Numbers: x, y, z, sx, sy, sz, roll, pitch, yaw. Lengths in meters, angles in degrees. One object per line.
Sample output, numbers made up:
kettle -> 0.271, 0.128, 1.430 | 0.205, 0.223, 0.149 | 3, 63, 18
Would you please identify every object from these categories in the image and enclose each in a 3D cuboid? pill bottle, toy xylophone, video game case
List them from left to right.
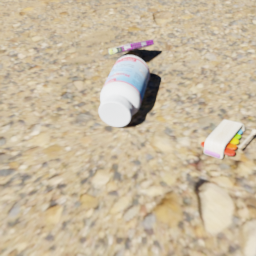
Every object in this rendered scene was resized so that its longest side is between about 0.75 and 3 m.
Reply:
pill bottle -> -0.138, -1.279, 9.660 | 1.397, 1.397, 2.570 | 9, 45, 9
video game case -> 0.133, -3.427, 11.902 | 1.365, 0.270, 1.506 | -1, 19, 41
toy xylophone -> 3.093, 0.319, 8.575 | 1.700, 0.427, 1.245 | -33, 38, -27
